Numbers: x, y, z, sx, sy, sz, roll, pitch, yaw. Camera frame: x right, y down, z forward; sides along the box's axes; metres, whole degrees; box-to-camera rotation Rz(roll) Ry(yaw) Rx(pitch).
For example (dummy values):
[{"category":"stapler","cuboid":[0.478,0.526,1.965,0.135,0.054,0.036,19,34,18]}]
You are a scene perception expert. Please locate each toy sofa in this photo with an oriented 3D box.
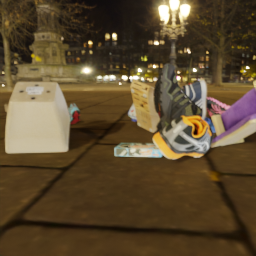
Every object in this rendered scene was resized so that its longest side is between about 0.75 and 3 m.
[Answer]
[{"category":"toy sofa","cuboid":[3.400,-0.340,8.386,1.311,1.112,2.686,-8,-18,-13]}]

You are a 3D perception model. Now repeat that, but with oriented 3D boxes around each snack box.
[{"category":"snack box","cuboid":[0.354,0.649,8.289,1.359,0.252,0.789,0,8,13]}]

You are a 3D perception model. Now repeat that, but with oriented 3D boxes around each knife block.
[{"category":"knife block","cuboid":[1.465,-1.117,11.770,2.542,2.895,0.926,-38,45,-28]}]

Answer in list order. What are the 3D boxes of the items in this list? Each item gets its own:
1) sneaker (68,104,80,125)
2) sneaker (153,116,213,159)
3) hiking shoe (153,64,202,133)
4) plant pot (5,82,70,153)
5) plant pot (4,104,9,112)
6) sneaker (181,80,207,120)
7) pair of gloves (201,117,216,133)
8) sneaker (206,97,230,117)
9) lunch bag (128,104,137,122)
[{"category":"sneaker","cuboid":[-2.480,-0.644,12.719,0.513,0.618,1.294,-13,-25,-28]},{"category":"sneaker","cuboid":[1.762,0.157,7.491,1.037,1.023,2.650,51,31,19]},{"category":"hiking shoe","cuboid":[1.698,-0.761,9.546,1.480,2.941,1.114,1,-13,-10]},{"category":"plant pot","cuboid":[-2.850,-0.436,8.833,1.857,1.646,1.859,-1,37,-8]},{"category":"plant pot","cuboid":[-4.264,-0.374,11.474,1.416,1.229,1.416,1,10,0]},{"category":"sneaker","cuboid":[2.686,-1.053,11.768,1.082,1.995,0.699,-11,43,1]},{"category":"pair of gloves","cuboid":[3.255,-0.274,12.864,2.256,0.320,2.807,3,16,-25]},{"category":"sneaker","cuboid":[3.952,-0.774,12.849,1.886,0.899,0.745,23,-2,0]},{"category":"lunch bag","cuboid":[0.880,-0.988,13.989,0.804,1.705,2.127,29,-4,-25]}]
